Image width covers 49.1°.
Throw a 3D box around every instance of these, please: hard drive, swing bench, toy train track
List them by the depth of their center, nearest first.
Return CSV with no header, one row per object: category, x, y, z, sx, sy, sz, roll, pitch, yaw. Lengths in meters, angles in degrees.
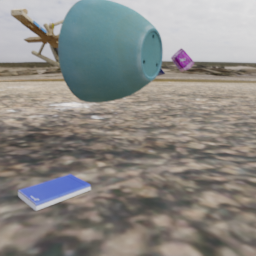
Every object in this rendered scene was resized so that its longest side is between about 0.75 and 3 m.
hard drive,-1.520,1.302,5.828,1.227,0.156,0.810,-12,18,-42
toy train track,-2.401,-2.766,7.692,1.441,0.409,2.512,0,-1,8
swing bench,-1.924,-2.872,10.422,2.155,1.398,2.144,41,40,-4

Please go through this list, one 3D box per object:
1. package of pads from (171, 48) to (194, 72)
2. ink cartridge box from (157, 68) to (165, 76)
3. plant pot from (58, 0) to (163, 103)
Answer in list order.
package of pads,2.184,-2.737,11.407,0.513,0.816,1.355,-42,5,9
ink cartridge box,0.292,-2.932,13.678,2.239,0.494,2.281,-8,-35,41
plant pot,-0.202,-2.090,7.938,2.002,2.973,2.973,11,17,29
